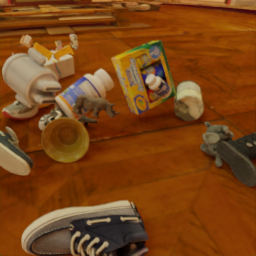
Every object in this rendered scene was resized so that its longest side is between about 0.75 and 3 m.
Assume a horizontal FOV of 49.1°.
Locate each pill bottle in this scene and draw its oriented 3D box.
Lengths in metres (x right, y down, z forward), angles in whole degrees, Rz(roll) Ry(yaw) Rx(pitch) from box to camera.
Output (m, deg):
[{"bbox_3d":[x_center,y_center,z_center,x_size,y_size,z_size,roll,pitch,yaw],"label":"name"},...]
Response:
[{"bbox_3d":[1.142,-1.592,10.649,0.988,0.548,0.548,33,14,-32],"label":"pill bottle"},{"bbox_3d":[-1.542,-1.245,10.262,2.004,1.123,1.123,-40,44,-13],"label":"pill bottle"}]

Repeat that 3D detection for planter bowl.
[{"bbox_3d":[-2.021,0.334,9.240,1.515,1.515,0.631,-1,14,-2],"label":"planter bowl"}]

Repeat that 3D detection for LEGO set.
[{"bbox_3d":[-3.231,-3.248,11.518,2.327,1.071,0.866,-11,16,-26],"label":"LEGO set"}]

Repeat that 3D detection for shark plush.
[{"bbox_3d":[-2.140,-0.507,11.065,1.814,0.755,0.824,27,33,17],"label":"shark plush"}]

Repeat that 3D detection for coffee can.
[{"bbox_3d":[2.542,-1.171,11.862,1.170,1.170,1.598,5,31,8],"label":"coffee can"}]

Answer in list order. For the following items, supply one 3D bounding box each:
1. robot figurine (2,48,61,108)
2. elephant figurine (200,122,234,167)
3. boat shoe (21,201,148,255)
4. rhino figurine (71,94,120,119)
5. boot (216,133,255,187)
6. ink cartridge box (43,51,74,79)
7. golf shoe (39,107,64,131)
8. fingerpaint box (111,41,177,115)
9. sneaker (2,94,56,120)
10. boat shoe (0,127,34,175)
[{"bbox_3d":[-3.730,-1.857,10.677,2.600,2.205,1.468,37,22,24],"label":"robot figurine"},{"bbox_3d":[2.861,0.531,9.446,1.364,0.965,1.059,-41,19,-27],"label":"elephant figurine"},{"bbox_3d":[-0.850,2.411,6.041,2.710,1.012,1.257,-11,25,-19],"label":"boat shoe"},{"bbox_3d":[-1.042,-0.689,9.408,1.585,0.693,0.474,11,-6,-7],"label":"rhino figurine"},{"bbox_3d":[4.038,0.939,8.963,2.025,0.665,1.669,-6,50,-35],"label":"boot"},{"bbox_3d":[-4.563,-3.368,15.577,1.870,1.126,2.574,23,39,32],"label":"ink cartridge box"},{"bbox_3d":[-2.783,-0.198,9.844,0.490,1.261,0.596,32,36,-29],"label":"golf shoe"},{"bbox_3d":[0.681,-2.002,11.130,1.947,2.334,0.856,-27,24,-17],"label":"fingerpaint box"},{"bbox_3d":[-4.281,-1.295,12.059,1.138,1.201,2.923,12,34,19],"label":"sneaker"},{"bbox_3d":[-3.705,0.495,8.149,2.718,1.018,0.840,20,37,23],"label":"boat shoe"}]
